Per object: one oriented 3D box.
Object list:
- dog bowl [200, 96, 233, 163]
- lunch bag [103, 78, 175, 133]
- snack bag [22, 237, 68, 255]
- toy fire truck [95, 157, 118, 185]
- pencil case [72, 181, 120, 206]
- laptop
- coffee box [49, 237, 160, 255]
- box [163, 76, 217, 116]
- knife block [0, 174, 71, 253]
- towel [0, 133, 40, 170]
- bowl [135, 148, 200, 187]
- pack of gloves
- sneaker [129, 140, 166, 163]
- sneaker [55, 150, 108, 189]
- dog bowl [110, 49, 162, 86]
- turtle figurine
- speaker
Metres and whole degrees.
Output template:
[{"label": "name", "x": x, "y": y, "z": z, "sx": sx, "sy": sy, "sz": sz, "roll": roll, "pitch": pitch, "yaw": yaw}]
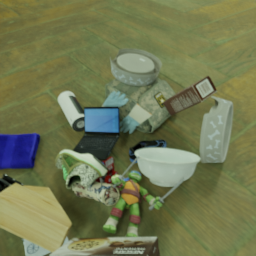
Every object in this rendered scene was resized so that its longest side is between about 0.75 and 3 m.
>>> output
[{"label": "dog bowl", "x": 3.182, "y": 0.110, "z": 9.944, "sx": 0.719, "sy": 2.453, "sz": 2.453, "roll": 9, "pitch": 43, "yaw": 25}, {"label": "lunch bag", "x": 0.651, "y": -1.185, "z": 11.929, "sx": 2.724, "sy": 1.601, "sz": 2.234, "roll": 33, "pitch": 49, "yaw": 20}, {"label": "snack bag", "x": -2.508, "y": 3.155, "z": 8.314, "sx": 1.227, "sy": 0.139, "sz": 1.301, "roll": -18, "pitch": 40, "yaw": -17}, {"label": "toy fire truck", "x": -0.763, "y": 1.463, "z": 9.503, "sx": 0.516, "sy": 0.772, "sz": 0.919, "roll": 0, "pitch": 14, "yaw": 33}, {"label": "pencil case", "x": -1.057, "y": 1.993, "z": 8.814, "sx": 1.600, "sy": 0.623, "sz": 0.716, "roll": 2, "pitch": -8, "yaw": 43}, {"label": "laptop", "x": -1.234, "y": 0.149, "z": 10.146, "sx": 1.634, "sy": 0.952, "sz": 1.844, "roll": 1, "pitch": 41, "yaw": 30}, {"label": "coffee box", "x": -0.485, "y": 3.270, "z": 6.670, "sx": 2.365, "sy": 1.337, "sz": 0.944, "roll": -7, "pitch": 84, "yaw": 15}, {"label": "box", "x": 2.291, "y": -1.173, "z": 10.655, "sx": 0.971, "sy": 1.939, "sz": 0.727, "roll": -33, "pitch": 94, "yaw": -28}, {"label": "knife block", "x": -3.175, "y": 2.258, "z": 7.676, "sx": 2.408, "sy": 0.878, "sz": 2.744, "roll": 14, "pitch": 13, "yaw": -40}, {"label": "towel", "x": -4.565, "y": 0.820, "z": 10.508, "sx": 2.257, "sy": 0.559, "sz": 1.667, "roll": -3, "pitch": 43, "yaw": -3}, {"label": "bowl", "x": 1.261, "y": 1.342, "z": 9.343, "sx": 2.145, "sy": 0.964, "sz": 2.145, "roll": 3, "pitch": 7, "yaw": 0}, {"label": "pack of gloves", "x": -0.179, "y": -0.626, "z": 10.864, "sx": 1.653, "sy": 1.967, "sz": 0.388, "roll": 34, "pitch": 53, "yaw": -10}, {"label": "sneaker", "x": 0.752, "y": 0.730, "z": 10.502, "sx": 1.627, "sy": 0.634, "sz": 0.570, "roll": -25, "pitch": 41, "yaw": -23}, {"label": "sneaker", "x": -1.811, "y": 1.402, "z": 9.051, "sx": 2.487, "sy": 0.956, "sz": 1.102, "roll": -3, "pitch": 42, "yaw": 47}, {"label": "dog bowl", "x": 0.292, "y": -2.548, "z": 11.801, "sx": 2.206, "sy": 0.647, "sz": 2.206, "roll": 7, "pitch": 41, "yaw": -6}, {"label": "turtle figurine", "x": 0.176, "y": 2.080, "z": 8.251, "sx": 2.177, "sy": 1.566, "sz": 2.111, "roll": -12, "pitch": 49, "yaw": 41}, {"label": "speaker", "x": -2.334, "y": -0.727, "z": 11.850, "sx": 0.785, "sy": 0.785, "sz": 1.933, "roll": -19, "pitch": 47, "yaw": -19}]
